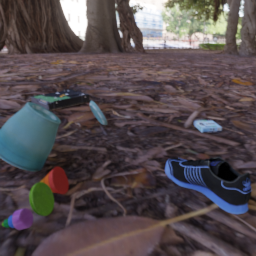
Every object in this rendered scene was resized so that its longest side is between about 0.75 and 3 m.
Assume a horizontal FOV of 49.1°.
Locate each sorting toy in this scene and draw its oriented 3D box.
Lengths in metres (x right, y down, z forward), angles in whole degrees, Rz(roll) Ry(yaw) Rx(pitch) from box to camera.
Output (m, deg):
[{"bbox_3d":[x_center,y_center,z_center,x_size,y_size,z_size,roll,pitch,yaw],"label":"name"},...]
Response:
[{"bbox_3d":[-2.204,1.674,6.613,0.756,0.761,2.194,-19,12,17],"label":"sorting toy"}]

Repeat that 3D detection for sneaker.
[{"bbox_3d":[1.989,1.145,7.263,0.910,1.011,2.594,-15,25,-35],"label":"sneaker"}]

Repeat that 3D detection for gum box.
[{"bbox_3d":[3.337,-0.074,11.844,0.828,0.217,0.974,-3,20,-8],"label":"gum box"}]

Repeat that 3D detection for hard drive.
[{"bbox_3d":[-3.771,-1.598,15.675,1.859,0.504,2.662,18,26,41],"label":"hard drive"}]

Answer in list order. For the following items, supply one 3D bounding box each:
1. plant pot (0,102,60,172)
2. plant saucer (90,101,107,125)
[{"bbox_3d":[-2.827,0.164,8.134,1.632,1.534,1.632,34,7,-5],"label":"plant pot"},{"bbox_3d":[-1.283,-0.590,11.810,0.165,1.207,1.207,-35,31,-14],"label":"plant saucer"}]
